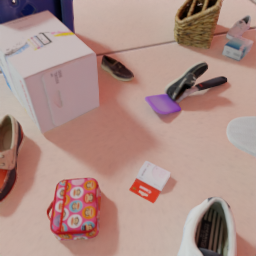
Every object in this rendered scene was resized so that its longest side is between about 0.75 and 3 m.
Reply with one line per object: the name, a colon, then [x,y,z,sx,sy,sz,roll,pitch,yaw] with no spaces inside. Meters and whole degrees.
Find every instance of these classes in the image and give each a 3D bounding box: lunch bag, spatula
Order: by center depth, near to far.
lunch bag: [-1.115,1.631,5.704,1.072,0.499,1.217,-5,48,2]
spatula: [1.819,-1.026,8.130,2.787,0.286,0.788,-23,56,-18]

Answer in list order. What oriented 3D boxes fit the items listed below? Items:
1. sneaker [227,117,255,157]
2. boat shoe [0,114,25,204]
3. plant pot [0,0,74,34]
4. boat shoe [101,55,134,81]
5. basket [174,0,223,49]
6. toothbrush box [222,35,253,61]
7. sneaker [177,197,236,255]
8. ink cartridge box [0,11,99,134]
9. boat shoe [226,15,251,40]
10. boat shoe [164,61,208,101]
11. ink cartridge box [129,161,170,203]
sneaker: [3.417,0.676,5.915,2.665,1.540,0.982,17,64,27]
boat shoe: [-2.890,0.677,6.385,0.778,0.684,2.185,1,50,-1]
plant pot: [-3.276,-3.827,9.014,2.550,2.836,2.836,-19,51,-23]
boat shoe: [-0.366,-1.894,8.811,1.282,0.416,0.461,35,57,27]
basket: [2.478,-4.129,10.000,1.521,1.588,2.131,15,51,13]
toothbrush box: [3.749,-2.745,9.583,0.648,0.377,0.885,31,56,24]
sneaker: [1.167,2.477,4.548,1.083,1.050,2.967,9,49,8]
ink cartridge box: [-2.219,-1.552,7.531,1.843,1.876,2.548,-29,55,-23]
boat shoe: [4.127,-3.762,10.410,0.535,0.475,1.453,28,54,22]
boat shoe: [1.719,-1.309,7.914,1.419,0.510,0.480,-39,54,3]
ink cartridge box: [0.491,1.187,6.267,0.648,0.227,0.797,24,49,20]
